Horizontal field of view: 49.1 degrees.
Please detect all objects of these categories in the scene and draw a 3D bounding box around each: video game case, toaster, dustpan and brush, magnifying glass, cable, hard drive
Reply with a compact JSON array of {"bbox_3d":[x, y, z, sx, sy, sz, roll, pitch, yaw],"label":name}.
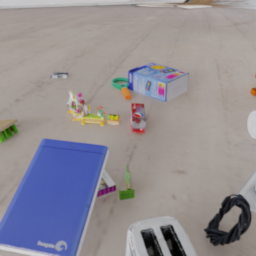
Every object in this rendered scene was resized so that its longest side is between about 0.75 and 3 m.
[{"bbox_3d":[-1.294,1.460,7.581,1.522,0.272,1.379,-15,34,-24],"label":"video game case"},{"bbox_3d":[0.590,2.514,4.765,1.146,1.303,2.017,-7,31,-10],"label":"toaster"},{"bbox_3d":[3.534,1.772,6.658,1.605,0.459,1.120,38,77,23],"label":"dustpan and brush"},{"bbox_3d":[-0.219,-1.929,13.388,0.959,0.270,2.408,-5,32,-9],"label":"magnifying glass"},{"bbox_3d":[2.032,1.902,5.784,0.367,1.177,1.443,44,8,2],"label":"cable"},{"bbox_3d":[-1.651,1.489,6.479,1.816,0.349,2.753,6,50,10],"label":"hard drive"}]

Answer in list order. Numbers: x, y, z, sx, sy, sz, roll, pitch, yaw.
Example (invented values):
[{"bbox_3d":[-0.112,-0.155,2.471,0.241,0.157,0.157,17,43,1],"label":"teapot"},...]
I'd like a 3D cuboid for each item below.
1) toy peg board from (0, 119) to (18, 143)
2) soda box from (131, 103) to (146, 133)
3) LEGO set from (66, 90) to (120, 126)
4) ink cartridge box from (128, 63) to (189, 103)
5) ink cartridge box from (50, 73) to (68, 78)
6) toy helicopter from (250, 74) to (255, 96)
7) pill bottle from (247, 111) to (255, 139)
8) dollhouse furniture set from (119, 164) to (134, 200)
[{"bbox_3d":[-4.463,0.130,9.788,0.981,0.482,0.985,-2,25,28],"label":"toy peg board"},{"bbox_3d":[0.369,-0.394,10.525,0.539,0.488,1.539,1,30,0],"label":"soda box"},{"bbox_3d":[-1.537,-0.820,10.761,2.639,0.982,1.214,25,39,36],"label":"LEGO set"},{"bbox_3d":[1.236,-2.252,13.223,2.669,1.019,1.821,23,37,37],"label":"ink cartridge box"},{"bbox_3d":[-3.704,-2.809,14.966,0.914,0.179,0.455,0,31,3],"label":"ink cartridge box"},{"bbox_3d":[6.930,-1.820,12.548,2.512,0.991,1.661,-8,33,-20],"label":"toy helicopter"},{"bbox_3d":[5.133,-0.136,9.605,1.739,0.976,0.976,-2,30,-5],"label":"pill bottle"},{"bbox_3d":[-0.100,1.459,7.362,0.390,0.505,1.010,-5,32,-7],"label":"dollhouse furniture set"}]
